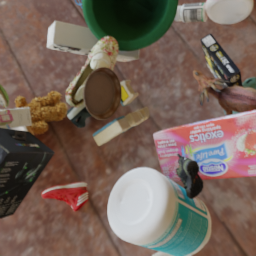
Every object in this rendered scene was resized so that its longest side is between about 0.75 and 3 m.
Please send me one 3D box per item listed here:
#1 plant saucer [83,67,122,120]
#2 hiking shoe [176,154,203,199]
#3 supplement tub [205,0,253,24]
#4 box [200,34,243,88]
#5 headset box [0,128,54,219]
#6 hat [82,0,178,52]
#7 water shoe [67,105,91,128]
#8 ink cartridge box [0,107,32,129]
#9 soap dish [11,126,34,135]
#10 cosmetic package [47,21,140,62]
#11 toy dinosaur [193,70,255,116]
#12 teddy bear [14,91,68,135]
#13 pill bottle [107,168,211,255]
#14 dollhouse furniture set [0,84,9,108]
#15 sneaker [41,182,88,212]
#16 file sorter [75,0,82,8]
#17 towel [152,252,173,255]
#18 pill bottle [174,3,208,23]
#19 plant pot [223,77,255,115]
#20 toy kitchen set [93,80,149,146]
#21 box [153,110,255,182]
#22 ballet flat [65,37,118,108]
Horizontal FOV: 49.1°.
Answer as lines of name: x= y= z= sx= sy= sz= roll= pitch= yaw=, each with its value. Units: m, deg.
plant saucer: x=-0.658 y=-0.842 z=6.922 sx=0.206 sy=1.283 sz=1.283 roll=8 pitch=63 yaw=41
hiking shoe: x=1.199 y=0.960 z=5.582 sx=0.376 sy=0.992 sz=0.499 roll=-22 pitch=31 yaw=-17
supplement tub: x=3.218 y=-4.435 z=8.758 sx=1.386 sy=1.386 sz=1.975 roll=10 pitch=73 yaw=4
box: x=2.844 y=-1.811 z=8.467 sx=0.423 sy=1.390 sz=1.724 roll=-30 pitch=57 yaw=12
headset box: x=-2.898 y=1.008 z=6.272 sx=0.984 sy=1.846 sz=2.121 roll=36 pitch=95 yaw=14
hat: x=0.166 y=-3.662 z=8.348 sx=2.884 sy=2.539 sz=2.389 roll=-29 pitch=105 yaw=6
water shoe: x=-1.192 y=-0.846 z=10.183 sx=2.202 sy=0.787 sz=0.869 roll=-41 pitch=105 yaw=-19
ink cartridge box: x=-3.189 y=-0.219 z=7.128 sx=1.162 sy=0.840 sz=0.492 roll=-10 pitch=98 yaw=-37
soap dish: x=-3.718 y=0.536 z=9.079 sx=1.529 sy=0.789 sz=1.943 roll=-26 pitch=100 yaw=-4
cosmetic package: x=-1.032 y=-2.549 z=8.535 sx=2.631 sy=1.086 sz=0.666 roll=4 pitch=98 yaw=-25
toy dinosaur: x=2.851 y=-0.770 z=7.330 sx=2.537 sy=1.719 sz=1.089 roll=11 pitch=71 yaw=46
teddy bear: x=-3.379 y=-0.479 z=9.875 sx=2.521 sy=0.842 sz=1.828 roll=-12 pitch=66 yaw=-5
pill bottle: x=0.916 y=2.065 z=6.449 sx=1.526 sy=2.755 sz=1.526 roll=-23 pitch=49 yaw=29
dollhouse furniture set: x=-3.224 y=-1.436 z=6.789 sx=0.714 sy=0.925 sz=1.851 roll=-37 pitch=115 yaw=-29
sneaker: x=-1.995 y=2.266 z=8.915 sx=1.474 sy=0.577 sz=0.851 roll=-12 pitch=67 yaw=-4
file sorter: x=-1.126 y=-4.318 z=9.194 sx=0.978 sy=1.409 sz=0.864 roll=-26 pitch=82 yaw=18
towel: x=1.146 y=4.225 z=8.256 sx=1.800 sy=0.310 sz=1.193 roll=-26 pitch=71 yaw=-10
pill bottle: x=2.074 y=-3.792 z=9.247 sx=1.019 sy=0.576 sz=0.576 roll=9 pitch=67 yaw=26
plant pot: x=4.227 y=-0.971 z=9.776 sx=1.408 sy=1.379 sz=1.408 roll=0 pitch=68 yaw=1
toy kitchen set: x=-0.371 y=-0.483 z=7.692 sx=1.308 sy=0.962 sz=1.633 roll=59 pitch=35 yaw=3
box: x=2.098 y=0.417 z=6.434 sx=2.661 sy=1.326 sz=1.270 roll=-13 pitch=89 yaw=37
ballet flat: x=-0.898 y=-1.355 z=7.296 sx=0.808 sy=0.683 sz=2.137 roll=28 pitch=107 yaw=-22
